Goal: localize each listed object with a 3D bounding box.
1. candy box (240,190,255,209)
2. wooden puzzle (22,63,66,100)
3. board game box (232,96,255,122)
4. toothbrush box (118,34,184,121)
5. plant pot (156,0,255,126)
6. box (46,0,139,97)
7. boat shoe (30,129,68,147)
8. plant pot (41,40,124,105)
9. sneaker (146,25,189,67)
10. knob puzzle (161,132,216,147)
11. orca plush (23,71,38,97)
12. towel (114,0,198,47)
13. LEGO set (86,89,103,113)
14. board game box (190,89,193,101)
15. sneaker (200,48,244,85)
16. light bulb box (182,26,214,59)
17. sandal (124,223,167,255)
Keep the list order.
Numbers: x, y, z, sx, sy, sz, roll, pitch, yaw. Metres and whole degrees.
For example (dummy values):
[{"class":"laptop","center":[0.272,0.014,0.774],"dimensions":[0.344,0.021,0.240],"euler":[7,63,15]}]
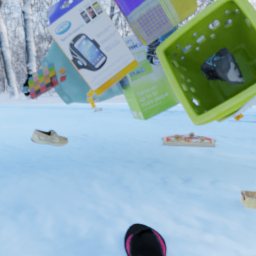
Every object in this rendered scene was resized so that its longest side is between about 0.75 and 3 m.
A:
[{"class":"candy box","center":[2.783,1.477,5.698],"dimensions":[0.853,0.236,0.493],"euler":[1,7,12]},{"class":"wooden puzzle","center":[-2.254,-1.249,7.411],"dimensions":[1.401,0.831,0.098],"euler":[-28,-35,10]},{"class":"board game box","center":[2.531,-0.606,5.035],"dimensions":[1.095,0.142,1.095],"euler":[-33,-7,-31]},{"class":"toothbrush box","center":[0.751,-1.985,10.129],"dimensions":[2.095,2.878,1.239],"euler":[-26,11,-15]},{"class":"plant pot","center":[2.718,-1.643,7.728],"dimensions":[2.567,2.554,2.329],"euler":[-33,-21,29]},{"class":"box","center":[-0.928,-2.152,7.067],"dimensions":[1.413,2.374,0.492],"euler":[-37,25,-3]},{"class":"boat shoe","center":[-1.502,0.180,5.506],"dimensions":[0.804,0.261,0.290],"euler":[11,19,-44]},{"class":"plant pot","center":[-1.694,-1.980,9.571],"dimensions":[1.949,2.909,2.909],"euler":[-30,9,0]},{"class":"sneaker","center":[1.002,-2.576,8.399],"dimensions":[1.103,1.252,2.809],"euler":[14,-3,38]},{"class":"knob puzzle","center":[2.753,0.428,12.800],"dimensions":[2.721,0.377,2.721],"euler":[0,8,0]},{"class":"orca plush","center":[-3.237,-1.678,9.616],"dimensions":[0.682,0.461,1.297],"euler":[25,60,20]},{"class":"towel","center":[0.378,-2.183,4.450],"dimensions":[1.208,0.192,1.682],"euler":[-28,-40,13]},{"class":"LEGO set","center":[-0.988,-0.932,7.971],"dimensions":[0.458,0.995,0.370],"euler":[-8,21,-13]},{"class":"board game box","center":[2.775,-2.214,12.317],"dimensions":[0.303,1.878,1.127],"euler":[3,-6,13]},{"class":"sneaker","center":[2.357,-1.440,7.151],"dimensions":[0.854,0.812,2.154],"euler":[-25,14,20]},{"class":"light bulb box","center":[3.072,-2.769,10.536],"dimensions":[2.370,1.479,2.349],"euler":[10,12,-18]},{"class":"sandal","center":[0.241,1.671,3.781],"dimensions":[0.631,0.378,1.679],"euler":[0,8,1]}]
